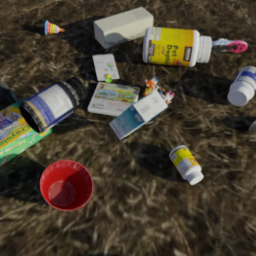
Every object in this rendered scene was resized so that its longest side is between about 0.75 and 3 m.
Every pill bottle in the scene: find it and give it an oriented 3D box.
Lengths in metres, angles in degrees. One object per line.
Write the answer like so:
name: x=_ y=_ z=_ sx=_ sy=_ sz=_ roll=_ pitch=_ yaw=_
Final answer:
pill bottle: x=2.107 y=-3.524 z=12.300 sx=2.813 sy=1.537 sz=1.537 roll=6 pitch=51 yaw=6
pill bottle: x=1.883 y=1.202 z=9.032 sx=0.653 sy=0.653 sz=1.195 roll=-19 pitch=54 yaw=-15
pill bottle: x=-2.257 y=-0.765 z=8.689 sx=1.089 sy=1.089 sz=1.947 roll=36 pitch=59 yaw=26
pill bottle: x=4.622 y=-1.647 z=11.166 sx=0.934 sy=0.934 sz=1.613 roll=27 pitch=56 yaw=20

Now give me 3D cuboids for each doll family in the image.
doll family: x=1.107 y=-1.329 z=11.238 sx=1.377 sy=0.621 sz=0.855 roll=42 pitch=53 yaw=9

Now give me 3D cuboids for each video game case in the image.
video game case: x=-0.552 y=-1.135 z=11.233 sx=1.760 sy=0.201 sz=1.602 roll=9 pitch=52 yaw=9

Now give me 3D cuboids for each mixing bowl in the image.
mixing bowl: x=-1.877 y=1.820 z=8.286 sx=1.521 sy=0.824 sz=1.521 roll=13 pitch=53 yaw=-18

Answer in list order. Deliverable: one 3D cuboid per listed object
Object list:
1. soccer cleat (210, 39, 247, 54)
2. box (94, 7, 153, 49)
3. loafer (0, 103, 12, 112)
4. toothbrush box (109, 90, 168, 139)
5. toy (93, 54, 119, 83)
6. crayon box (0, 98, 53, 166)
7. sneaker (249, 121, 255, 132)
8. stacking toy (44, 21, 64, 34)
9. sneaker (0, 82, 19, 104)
soccer cleat: x=4.680 y=-3.947 z=13.238 sx=1.783 sy=0.623 sz=0.770 roll=-3 pitch=51 yaw=-2
box: x=-0.211 y=-4.962 z=13.846 sx=2.787 sy=0.953 sz=1.145 roll=-24 pitch=55 yaw=-18
loafer: x=-4.816 y=-0.641 z=10.763 sx=0.367 sy=0.326 sz=0.966 roll=16 pitch=37 yaw=8
toothbrush box: x=0.294 y=-0.380 z=8.709 sx=1.138 sy=1.554 sz=0.663 roll=-34 pitch=87 yaw=-36
toy: x=-0.991 y=-2.576 z=12.293 sx=0.903 sy=0.370 sz=1.568 roll=-8 pitch=52 yaw=-10
crayon box: x=-4.179 y=0.178 z=9.793 sx=1.524 sy=0.748 sz=2.566 roll=38 pitch=60 yaw=26
sneaker: x=4.980 y=-0.038 z=10.184 sx=1.125 sy=0.421 sz=0.598 roll=-23 pitch=52 yaw=-19
stacking toy: x=-3.733 y=-5.023 z=14.256 sx=0.975 sy=0.535 sz=0.566 roll=6 pitch=54 yaw=-9
sneaker: x=-4.932 y=-1.167 z=10.960 sx=1.674 sy=0.640 sz=0.959 roll=34 pitch=61 yaw=32
